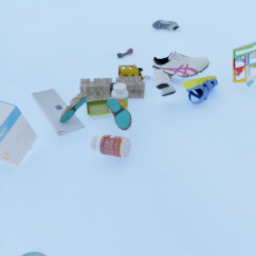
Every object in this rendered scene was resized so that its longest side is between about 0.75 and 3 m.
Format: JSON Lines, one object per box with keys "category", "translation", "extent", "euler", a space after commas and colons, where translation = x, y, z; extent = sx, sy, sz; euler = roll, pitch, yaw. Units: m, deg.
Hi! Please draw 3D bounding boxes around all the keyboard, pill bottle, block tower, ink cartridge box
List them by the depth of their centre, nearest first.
{"category": "ink cartridge box", "translation": [-3.173, 0.171, 7.120], "extent": [1.043, 1.623, 1.016], "euler": [15, 59, 18]}
{"category": "pill bottle", "translation": [-0.463, 0.457, 7.279], "extent": [0.979, 0.549, 0.549], "euler": [7, 39, 23]}
{"category": "pill bottle", "translation": [-0.258, -0.920, 8.864], "extent": [0.528, 0.936, 0.528], "euler": [0, 39, 0]}
{"category": "keyboard", "translation": [-2.324, -0.598, 8.964], "extent": [0.829, 0.157, 2.947], "euler": [-15, 37, -27]}
{"category": "block tower", "translation": [-0.540, -1.358, 9.664], "extent": [2.188, 0.591, 0.633], "euler": [-2, 40, -4]}

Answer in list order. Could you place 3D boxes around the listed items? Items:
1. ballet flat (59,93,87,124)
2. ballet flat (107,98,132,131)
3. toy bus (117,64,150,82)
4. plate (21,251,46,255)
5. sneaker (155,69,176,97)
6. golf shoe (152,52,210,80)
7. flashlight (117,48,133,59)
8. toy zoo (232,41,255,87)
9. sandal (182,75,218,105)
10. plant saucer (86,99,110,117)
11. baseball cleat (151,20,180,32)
{"category": "ballet flat", "translation": [-1.650, -0.597, 8.179], "extent": [1.081, 0.381, 0.353], "euler": [-44, 64, -4]}
{"category": "ballet flat", "translation": [-0.182, -0.337, 8.152], "extent": [0.528, 0.488, 1.496], "euler": [-32, 44, 4]}
{"category": "toy bus", "translation": [0.174, -2.073, 10.452], "extent": [1.098, 0.601, 1.164], "euler": [26, 46, 17]}
{"category": "plate", "translation": [-1.803, 2.660, 5.104], "extent": [0.807, 0.103, 0.807], "euler": [-1, 39, 1]}
{"category": "sneaker", "translation": [1.156, -1.373, 8.756], "extent": [0.536, 1.426, 0.578], "euler": [-16, 73, 14]}
{"category": "golf shoe", "translation": [1.883, -2.327, 10.212], "extent": [2.066, 0.951, 0.750], "euler": [-6, 46, 19]}
{"category": "flashlight", "translation": [-0.147, -3.302, 12.348], "extent": [0.804, 0.273, 0.272], "euler": [-25, 36, -28]}
{"category": "toy zoo", "translation": [4.209, -2.205, 9.908], "extent": [0.164, 1.599, 1.049], "euler": [16, -17, -41]}
{"category": "sandal", "translation": [2.503, -1.311, 9.572], "extent": [0.775, 0.849, 1.951], "euler": [-10, 8, 45]}
{"category": "plant saucer", "translation": [-0.969, -0.617, 9.091], "extent": [0.767, 0.184, 0.768], "euler": [-6, 40, -8]}
{"category": "baseball cleat", "translation": [1.996, -5.366, 14.718], "extent": [1.449, 0.505, 0.771], "euler": [-8, 39, -8]}
